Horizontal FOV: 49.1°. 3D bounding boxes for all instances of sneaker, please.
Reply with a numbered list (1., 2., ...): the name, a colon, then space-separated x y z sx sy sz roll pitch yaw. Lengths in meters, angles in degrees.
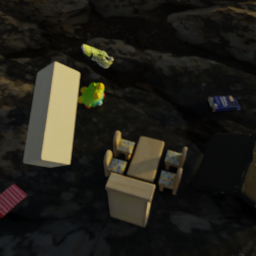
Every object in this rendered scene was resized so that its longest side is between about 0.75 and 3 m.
1. sneaker: -1.233 -2.955 11.220 1.446 0.553 0.545 23 52 -39

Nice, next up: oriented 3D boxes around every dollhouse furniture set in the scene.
1. dollhouse furniture set: 0.433 1.351 9.213 2.591 1.964 2.957 14 52 11

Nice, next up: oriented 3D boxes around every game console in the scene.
1. game console: 4.090 1.601 10.124 2.436 1.612 2.770 39 56 -7

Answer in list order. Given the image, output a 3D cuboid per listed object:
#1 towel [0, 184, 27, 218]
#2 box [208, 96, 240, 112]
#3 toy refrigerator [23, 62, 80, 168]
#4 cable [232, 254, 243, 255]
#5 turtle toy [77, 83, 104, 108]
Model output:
1. towel: -4.083 2.464 9.500 0.762 0.118 1.054 31 55 25
2. box: 4.274 -1.091 12.407 1.276 0.207 0.773 -4 50 -5
3. toy refrigerator: -1.912 -0.294 7.215 0.948 0.873 2.497 -15 66 43
4. cable: 3.160 4.133 8.028 0.773 0.241 0.947 -7 51 -6
5. turtle toy: -1.497 -1.461 12.312 1.120 0.777 1.537 -9 46 25
